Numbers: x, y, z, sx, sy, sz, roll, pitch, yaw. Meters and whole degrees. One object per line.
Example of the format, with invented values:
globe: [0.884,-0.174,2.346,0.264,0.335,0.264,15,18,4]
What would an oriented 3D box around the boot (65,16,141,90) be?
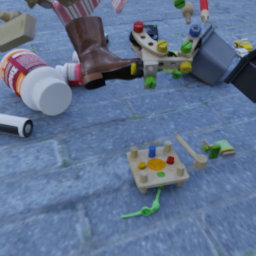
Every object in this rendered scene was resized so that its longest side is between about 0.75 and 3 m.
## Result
boot: [-0.579,-2.498,8.312,2.261,0.779,2.426,-16,67,-6]

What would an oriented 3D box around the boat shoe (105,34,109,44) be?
boat shoe: [-1.224,-4.666,15.117,0.348,0.421,1.228,11,47,4]

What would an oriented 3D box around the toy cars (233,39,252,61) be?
toy cars: [5.831,-4.066,14.269,1.015,0.501,2.264,14,41,17]

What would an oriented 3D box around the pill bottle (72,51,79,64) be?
pill bottle: [-1.910,-3.233,13.098,1.241,0.706,0.706,10,40,13]

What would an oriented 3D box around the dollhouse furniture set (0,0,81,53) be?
dollhouse furniture set: [-2.673,-3.170,8.381,1.882,1.613,1.979,-7,76,34]

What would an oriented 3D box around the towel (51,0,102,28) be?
towel: [-1.671,-4.734,10.128,0.365,1.784,2.438,37,86,13]

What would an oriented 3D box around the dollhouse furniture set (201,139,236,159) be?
dollhouse furniture set: [2.844,0.531,8.686,0.930,0.467,0.609,-10,40,-11]

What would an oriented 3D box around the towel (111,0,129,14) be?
towel: [-0.347,-4.441,8.811,0.202,0.986,1.347,-19,86,-30]

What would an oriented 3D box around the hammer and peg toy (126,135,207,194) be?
hammer and peg toy: [1.063,1.005,7.894,2.020,0.712,1.486,-9,36,-11]

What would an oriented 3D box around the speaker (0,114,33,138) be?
speaker: [-4.036,-0.113,9.341,1.573,0.639,0.639,10,40,11]

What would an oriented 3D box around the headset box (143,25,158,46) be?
headset box: [0.966,-5.097,15.364,1.330,0.709,1.527,2,39,2]

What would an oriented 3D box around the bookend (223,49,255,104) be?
bookend: [3.760,-1.141,7.025,1.905,0.877,1.893,-30,70,-37]

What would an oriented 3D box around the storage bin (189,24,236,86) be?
storage bin: [3.461,-2.977,12.195,1.723,1.867,2.566,39,47,2]

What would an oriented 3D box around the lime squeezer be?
lime squeezer: [0.474,1.985,7.096,1.340,0.253,0.473,-28,47,-29]

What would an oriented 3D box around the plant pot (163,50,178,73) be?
plant pot: [2.089,-3.123,12.885,0.985,0.985,0.905,25,34,27]

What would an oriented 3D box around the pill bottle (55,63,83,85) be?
pill bottle: [-2.185,-2.253,11.749,1.601,0.899,0.899,1,39,2]

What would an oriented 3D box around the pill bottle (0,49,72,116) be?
pill bottle: [-3.430,-1.689,10.435,1.687,1.687,2.986,-29,47,-30]

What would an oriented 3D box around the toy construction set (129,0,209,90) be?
toy construction set: [1.098,-1.928,7.008,2.028,2.432,1.868,19,54,-19]

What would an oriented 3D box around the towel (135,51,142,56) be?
towel: [0.798,-3.675,14.124,0.763,0.087,0.550,26,47,28]
